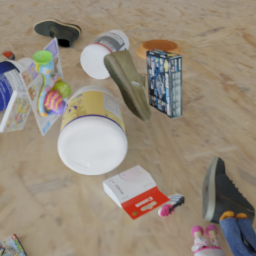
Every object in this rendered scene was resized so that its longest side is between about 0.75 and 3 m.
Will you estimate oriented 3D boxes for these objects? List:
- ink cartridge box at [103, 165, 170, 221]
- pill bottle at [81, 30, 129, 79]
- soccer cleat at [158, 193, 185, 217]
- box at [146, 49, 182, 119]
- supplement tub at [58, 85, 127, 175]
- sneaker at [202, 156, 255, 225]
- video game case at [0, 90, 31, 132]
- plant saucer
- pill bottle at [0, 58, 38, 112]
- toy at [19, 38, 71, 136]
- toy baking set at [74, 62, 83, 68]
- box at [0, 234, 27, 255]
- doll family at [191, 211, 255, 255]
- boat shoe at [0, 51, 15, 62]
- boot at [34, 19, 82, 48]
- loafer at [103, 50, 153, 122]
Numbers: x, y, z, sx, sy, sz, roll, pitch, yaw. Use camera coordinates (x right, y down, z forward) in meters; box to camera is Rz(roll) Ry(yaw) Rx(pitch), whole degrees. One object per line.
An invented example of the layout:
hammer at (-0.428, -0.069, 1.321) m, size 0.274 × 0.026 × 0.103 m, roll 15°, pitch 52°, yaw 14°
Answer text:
ink cartridge box at (0.176, 1.459, 6.584) m, size 1.069 × 0.375 × 1.315 m, roll -21°, pitch 25°, yaw -26°
pill bottle at (-0.901, -3.300, 12.250) m, size 1.483 × 1.483 × 2.560 m, roll 11°, pitch 37°, yaw 14°
soccer cleat at (0.945, 1.761, 6.445) m, size 0.805 × 0.281 × 0.348 m, roll -21°, pitch 29°, yaw -32°
box at (0.965, -1.219, 7.607) m, size 0.378 × 1.641 × 1.304 m, roll -15°, pitch 26°, yaw -19°
supplement tub at (-0.949, -0.049, 7.616) m, size 1.683 × 1.683 × 2.315 m, roll -3°, pitch 32°, yaw -5°
sneaker at (2.314, 1.502, 6.526) m, size 1.013 × 0.713 × 1.907 m, roll 17°, pitch 41°, yaw 7°
video game case at (-3.003, -0.455, 7.684) m, size 0.133 × 1.158 × 1.054 m, roll 26°, pitch 7°, yaw 6°
plant saucer at (1.568, -3.938, 14.006) m, size 2.260 × 0.423 × 2.260 m, roll 0°, pitch 36°, yaw 0°
pill bottle at (-4.368, -1.441, 9.699) m, size 1.529 × 1.529 × 2.642 m, roll 24°, pitch 41°, yaw 29°
toy at (-2.061, -0.973, 7.892) m, size 0.627 × 2.657 × 1.530 m, roll 20°, pitch 57°, yaw 14°
toy baking set at (-2.059, -2.894, 12.881) m, size 0.602 × 0.091 × 0.784 m, roll 21°, pitch 41°, yaw 21°
box at (-2.268, 2.495, 5.521) m, size 0.422 × 0.133 × 0.767 m, roll -26°, pitch 44°, yaw -31°
doll family at (2.421, 2.268, 4.902) m, size 2.719 × 1.225 × 1.688 m, roll -2°, pitch 36°, yaw -3°
boat shoe at (-5.843, -2.927, 12.320) m, size 0.910 × 0.800 × 2.556 m, roll 7°, pitch 36°, yaw 12°
boot at (-4.046, -5.045, 15.095) m, size 2.669 × 1.034 × 1.846 m, roll 4°, pitch 42°, yaw 7°
loafer at (0.185, -1.215, 8.235) m, size 0.819 × 2.427 × 0.923 m, roll -37°, pitch 31°, yaw -12°
